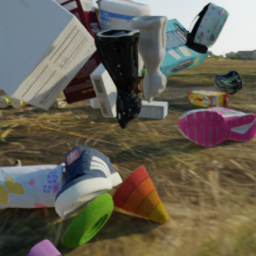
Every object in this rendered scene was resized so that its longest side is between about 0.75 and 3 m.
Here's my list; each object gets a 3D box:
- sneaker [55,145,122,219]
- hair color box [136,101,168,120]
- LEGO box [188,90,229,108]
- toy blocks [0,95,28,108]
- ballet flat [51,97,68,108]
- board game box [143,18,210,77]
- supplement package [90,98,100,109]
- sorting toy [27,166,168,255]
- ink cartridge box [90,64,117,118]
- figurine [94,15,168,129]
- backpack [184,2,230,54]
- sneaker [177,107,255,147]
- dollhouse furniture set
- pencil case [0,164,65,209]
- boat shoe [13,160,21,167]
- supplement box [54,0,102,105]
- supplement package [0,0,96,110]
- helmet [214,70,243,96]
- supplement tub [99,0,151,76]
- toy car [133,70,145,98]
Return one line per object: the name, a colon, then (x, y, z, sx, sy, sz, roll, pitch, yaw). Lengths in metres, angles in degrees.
sneaker: (-0.759, 0.738, 4.517, 0.852, 0.961, 2.273, -34, -8, 0)
hair color box: (0.663, -0.806, 12.073, 1.929, 0.585, 0.955, 6, 16, 16)
LEGO box: (4.137, -1.510, 14.516, 1.226, 0.635, 1.646, -8, 17, -26)
toy blocks: (-5.725, -1.436, 14.408, 1.299, 0.566, 1.558, 2, 15, 8)
ballet flat: (-3.300, -1.259, 14.129, 0.509, 0.550, 1.559, 32, 28, 13)
board game box: (1.459, -3.126, 10.850, 2.858, 0.671, 2.157, -25, 68, -35)
supplement package: (-1.112, -1.670, 14.063, 1.515, 1.180, 0.840, -5, 16, -17)
sorting toy: (-0.196, 1.480, 3.996, 0.900, 0.906, 2.612, 39, 33, 19)
ink cartridge box: (-0.357, -1.271, 7.664, 0.384, 1.302, 1.626, 5, 42, 25)
figurine: (0.235, -1.246, 6.067, 0.863, 1.956, 2.005, 12, 36, 31)
backpack: (2.437, -3.070, 8.706, 0.937, 1.481, 1.236, 25, 17, -4)
sneaker: (2.661, -0.088, 8.804, 2.691, 1.095, 1.187, 3, 12, -22)
dollhouse furniture set: (-0.658, -3.830, 11.449, 2.047, 2.153, 1.754, -16, -3, 36)
pencil case: (-1.999, 1.054, 4.991, 1.886, 0.784, 0.856, -2, -4, -4)
boat shoe: (-2.552, 0.953, 6.317, 0.279, 0.279, 0.775, -6, 23, -24)
supplement box: (-1.493, -2.299, 8.374, 1.578, 2.899, 0.883, -10, 16, 23)
supplement package: (-2.554, -2.164, 6.656, 2.748, 2.140, 1.524, 40, 4, 15)
helmet: (6.051, -2.678, 17.139, 1.456, 1.527, 1.527, -24, 19, -4)
supplement tub: (-0.204, -2.805, 9.261, 1.656, 2.510, 1.656, 7, 27, -3)
toy car: (0.385, -1.114, 7.541, 0.738, 0.769, 0.936, -6, 19, -7)
